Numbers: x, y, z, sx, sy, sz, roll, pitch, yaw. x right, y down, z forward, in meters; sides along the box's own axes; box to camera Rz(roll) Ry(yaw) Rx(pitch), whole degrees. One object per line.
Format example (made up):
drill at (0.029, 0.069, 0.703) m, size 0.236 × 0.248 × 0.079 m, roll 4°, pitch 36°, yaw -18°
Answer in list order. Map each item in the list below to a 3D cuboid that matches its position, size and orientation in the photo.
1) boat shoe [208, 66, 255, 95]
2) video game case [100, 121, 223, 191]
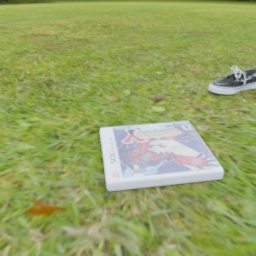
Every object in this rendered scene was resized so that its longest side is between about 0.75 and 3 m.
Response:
boat shoe at (4.627, -2.064, 11.814) m, size 2.729 × 0.932 × 1.008 m, roll -9°, pitch 31°, yaw -16°
video game case at (0.724, 0.621, 7.698) m, size 2.853 × 0.328 × 2.600 m, roll -4°, pitch 30°, yaw -8°
